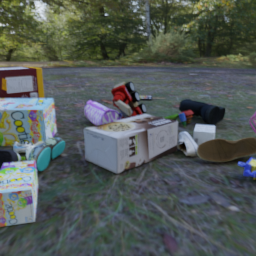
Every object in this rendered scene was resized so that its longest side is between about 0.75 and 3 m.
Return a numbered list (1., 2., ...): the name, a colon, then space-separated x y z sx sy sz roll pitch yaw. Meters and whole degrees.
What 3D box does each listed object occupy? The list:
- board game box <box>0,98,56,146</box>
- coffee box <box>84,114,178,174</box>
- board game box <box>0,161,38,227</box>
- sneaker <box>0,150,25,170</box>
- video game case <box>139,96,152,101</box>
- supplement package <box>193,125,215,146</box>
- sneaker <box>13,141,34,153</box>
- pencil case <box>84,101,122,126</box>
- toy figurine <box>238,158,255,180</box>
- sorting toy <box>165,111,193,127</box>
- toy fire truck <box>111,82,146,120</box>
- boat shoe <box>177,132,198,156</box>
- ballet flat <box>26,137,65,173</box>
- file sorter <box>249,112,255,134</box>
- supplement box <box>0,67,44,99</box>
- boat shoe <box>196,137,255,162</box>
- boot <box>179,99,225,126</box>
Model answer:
1. board game box: -3.994 -0.214 9.722 2.607 1.343 1.367 0 22 1
2. coffee box: 0.158 0.368 8.403 2.572 1.026 1.454 -14 20 -41
3. board game box: -2.272 1.288 5.756 0.715 0.728 1.388 -4 17 -14
4. sneaker: -3.810 0.914 7.573 1.949 0.699 0.807 2 -4 -1
5. video game case: 1.050 -1.924 18.113 0.967 0.136 1.070 2 17 7
6. supplement package: 2.514 0.323 9.270 0.648 0.653 0.861 5 17 17
7. sneaker: -3.047 0.618 8.730 1.036 0.375 0.372 3 17 -4
8. pencil case: -1.135 -0.526 11.696 0.927 0.944 2.209 -38 27 -17
9. toy figurine: 3.380 0.843 6.977 1.159 1.021 1.935 5 15 36
10. sorting toy: 2.227 -0.333 12.038 1.369 0.562 0.823 -16 4 -13
11. toy fire truck: -0.023 -0.770 11.288 1.249 1.708 1.941 -16 28 28
12. boat shoe: 1.793 0.518 8.966 0.467 0.474 1.337 -5 27 -9
13. ballet flat: -2.416 0.710 7.776 0.775 0.775 2.088 2 7 5
14. file sorter: 5.064 -0.290 9.431 1.331 1.201 1.915 -34 -6 36
15. supplement box: -4.992 -1.283 11.722 2.414 2.381 1.603 -13 21 -40
16. boat shoe: 2.895 0.678 8.264 1.903 0.686 0.618 -7 -20 -9
17. boot: 3.122 -0.737 12.534 1.899 0.863 2.260 14 14 31
